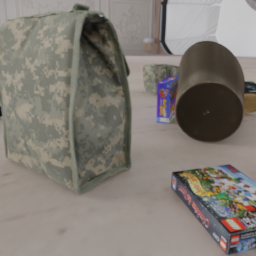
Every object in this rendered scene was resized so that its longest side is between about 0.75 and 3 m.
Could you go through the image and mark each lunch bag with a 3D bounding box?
[{"bbox_3d":[1.733,-2.359,13.143,1.651,1.371,1.968,-10,15,-12],"label":"lunch bag"},{"bbox_3d":[-1.271,-0.684,5.399,2.453,2.991,1.758,13,22,37],"label":"lunch bag"}]

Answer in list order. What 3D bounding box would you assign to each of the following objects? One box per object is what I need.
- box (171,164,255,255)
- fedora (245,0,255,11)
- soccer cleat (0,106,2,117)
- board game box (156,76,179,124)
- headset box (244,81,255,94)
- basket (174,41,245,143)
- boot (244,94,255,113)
[{"bbox_3d":[1.517,1.096,4.218,1.154,0.318,1.690,-5,18,-15],"label":"box"},{"bbox_3d":[2.275,-2.791,4.844,0.745,1.460,1.650,-17,-11,-21],"label":"fedora"},{"bbox_3d":[-4.399,-0.312,8.427,0.688,0.573,1.699,41,27,20],"label":"soccer cleat"},{"bbox_3d":[1.377,-0.994,9.254,0.411,1.234,1.835,6,19,20],"label":"board game box"},{"bbox_3d":[4.755,-1.388,11.175,1.128,0.601,1.296,-4,29,-14],"label":"headset box"},{"bbox_3d":[2.265,-0.953,7.794,1.924,2.551,2.829,-22,16,26],"label":"basket"},{"bbox_3d":[3.273,-0.833,9.175,1.773,0.669,2.024,-1,0,41],"label":"boot"}]
